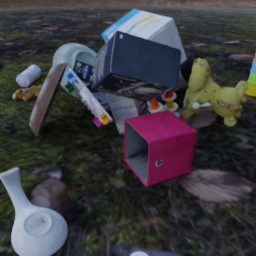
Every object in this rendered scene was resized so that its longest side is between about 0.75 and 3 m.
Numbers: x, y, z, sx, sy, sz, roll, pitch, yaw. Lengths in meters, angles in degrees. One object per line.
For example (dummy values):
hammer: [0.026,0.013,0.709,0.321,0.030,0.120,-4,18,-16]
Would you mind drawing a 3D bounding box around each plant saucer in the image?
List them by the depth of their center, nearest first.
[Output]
plant saucer: [-2.960,-1.109,10.215,0.464,2.891,2.891,22,27,-15]
plant saucer: [-1.968,-2.718,12.860,2.885,2.885,0.724,-33,3,-43]

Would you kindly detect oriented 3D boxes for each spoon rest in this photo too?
spoon rest: [-2.437,2.106,6.932,1.253,0.765,2.522,-22,50,-30]

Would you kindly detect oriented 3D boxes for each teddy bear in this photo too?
teddy bear: [-4.789,-1.655,13.574,1.582,0.528,1.147,-16,26,-12]

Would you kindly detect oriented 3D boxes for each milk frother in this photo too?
milk frother: [2.877,-2.103,13.498,1.887,1.811,2.006,-25,53,39]

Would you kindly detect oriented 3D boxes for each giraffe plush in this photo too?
giraffe plush: [3.500,-1.297,11.316,2.250,2.394,2.774,14,44,8]

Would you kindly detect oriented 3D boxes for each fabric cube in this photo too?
fabric cube: [0.910,0.565,8.571,1.598,1.573,1.603,-12,31,-23]

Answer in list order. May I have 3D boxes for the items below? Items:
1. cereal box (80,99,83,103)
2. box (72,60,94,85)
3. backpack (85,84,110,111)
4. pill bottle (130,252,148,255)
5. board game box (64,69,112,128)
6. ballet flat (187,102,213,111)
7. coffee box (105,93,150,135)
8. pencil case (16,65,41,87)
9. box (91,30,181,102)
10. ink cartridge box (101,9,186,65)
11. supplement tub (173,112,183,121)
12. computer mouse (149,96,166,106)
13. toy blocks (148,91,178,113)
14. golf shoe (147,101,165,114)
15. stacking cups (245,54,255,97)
cereal box: [-2.027,-1.617,12.940,0.564,0.784,0.155,-30,40,-14]
box: [-1.704,-2.110,10.634,0.810,0.203,0.816,17,57,-16]
backpack: [-0.881,-1.501,11.811,1.799,1.386,1.713,-37,21,-15]
pill bottle: [0.200,2.820,5.311,0.517,0.904,0.517,0,30,0]
board game box: [-1.417,-0.882,9.436,0.264,2.041,2.042,-41,7,-12]
ballet flat: [2.680,-0.834,10.363,0.949,0.326,0.299,-6,-12,1]
coffee box: [-0.069,-1.124,9.663,0.941,2.358,1.333,-11,23,21]
pencil case: [-5.418,-2.859,15.311,0.775,0.710,1.708,20,31,-5]
box: [0.153,-1.551,7.602,1.842,1.141,1.810,10,-11,-20]
ink cartridge box: [0.617,-3.245,11.219,1.892,1.901,2.591,-40,42,-9]
supplement tub: [1.763,-0.353,11.073,0.817,0.501,0.501,-17,34,-31]
computer mouse: [1.179,-1.361,11.420,0.695,0.404,2.373,-16,26,10]
toy blocks: [1.126,-1.047,9.572,1.213,1.456,0.529,-39,44,-22]
golf shoe: [0.695,-1.234,12.003,2.609,1.194,0.983,27,41,31]
stacking cups: [6.324,-2.938,13.333,0.861,2.845,0.861,1,31,-1]
